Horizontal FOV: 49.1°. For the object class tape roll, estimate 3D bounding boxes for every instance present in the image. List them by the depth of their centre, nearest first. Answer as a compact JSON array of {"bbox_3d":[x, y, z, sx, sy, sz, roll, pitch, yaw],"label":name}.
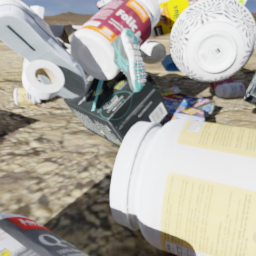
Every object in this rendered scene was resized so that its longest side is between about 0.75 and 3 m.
[{"bbox_3d":[-1.679,-0.954,5.548,0.772,0.772,0.270,-18,-13,-37],"label":"tape roll"}]

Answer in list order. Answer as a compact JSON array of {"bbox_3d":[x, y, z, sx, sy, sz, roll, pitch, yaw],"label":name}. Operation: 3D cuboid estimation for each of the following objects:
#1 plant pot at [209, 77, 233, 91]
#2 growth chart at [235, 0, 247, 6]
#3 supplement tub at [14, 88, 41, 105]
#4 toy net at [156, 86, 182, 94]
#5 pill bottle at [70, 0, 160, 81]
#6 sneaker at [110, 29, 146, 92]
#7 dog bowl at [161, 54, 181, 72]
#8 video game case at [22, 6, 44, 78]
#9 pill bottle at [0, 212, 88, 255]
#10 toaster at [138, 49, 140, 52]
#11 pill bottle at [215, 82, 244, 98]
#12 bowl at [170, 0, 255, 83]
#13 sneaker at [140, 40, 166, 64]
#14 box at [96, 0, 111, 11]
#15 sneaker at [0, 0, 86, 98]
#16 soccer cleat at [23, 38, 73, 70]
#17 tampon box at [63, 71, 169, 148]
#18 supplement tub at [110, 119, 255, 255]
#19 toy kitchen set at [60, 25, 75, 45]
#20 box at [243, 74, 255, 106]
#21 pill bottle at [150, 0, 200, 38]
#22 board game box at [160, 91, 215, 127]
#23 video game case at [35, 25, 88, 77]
[{"bbox_3d":[4.701,-2.329,14.273,0.916,1.024,1.024,-18,24,-4],"label":"plant pot"},{"bbox_3d":[2.800,-4.141,10.417,0.263,2.149,2.970,10,16,-45],"label":"growth chart"},{"bbox_3d":[-4.304,-1.357,12.039,1.009,0.733,0.733,-2,22,-6],"label":"supplement tub"},{"bbox_3d":[1.927,-1.883,13.926,1.608,0.311,0.843,-3,22,-10],"label":"toy net"},{"bbox_3d":[-0.240,-2.633,7.642,1.475,1.475,2.584,15,55,33],"label":"pill bottle"},{"bbox_3d":[-0.022,-1.315,5.709,0.580,1.271,0.493,-16,-7,38],"label":"sneaker"},{"bbox_3d":[2.418,-3.029,13.149,1.741,0.970,0.432,-4,66,-16],"label":"dog bowl"},{"bbox_3d":[-3.327,-2.786,9.671,0.237,2.631,1.884,5,18,-27],"label":"video game case"},{"bbox_3d":[-1.142,1.848,2.878,2.706,1.568,1.568,15,26,33],"label":"pill bottle"},{"bbox_3d":[-0.492,-2.554,9.839,1.459,1.319,0.866,31,44,-24],"label":"toaster"},{"bbox_3d":[4.766,-1.770,13.154,1.186,0.672,0.672,-7,23,-16],"label":"pill bottle"},{"bbox_3d":[2.535,-2.399,8.327,2.644,2.644,1.241,4,30,10],"label":"bowl"},{"bbox_3d":[0.304,-3.167,11.689,2.653,1.014,1.068,15,24,32],"label":"sneaker"},{"bbox_3d":[-0.819,-4.703,10.922,0.590,0.186,1.072,-23,0,11],"label":"box"},{"bbox_3d":[-1.764,-1.715,6.178,0.987,2.703,0.957,-19,54,13],"label":"sneaker"},{"bbox_3d":[-2.183,-2.121,8.025,1.927,0.832,0.673,-8,35,12],"label":"soccer cleat"},{"bbox_3d":[-0.386,-0.671,8.361,1.795,1.512,2.395,-48,42,-15],"label":"tampon box"},{"bbox_3d":[1.414,0.994,4.266,2.912,2.117,2.117,10,24,24],"label":"supplement tub"},{"bbox_3d":[-2.627,-2.608,10.126,1.620,1.461,1.321,-19,-13,-27],"label":"toy kitchen set"},{"bbox_3d":[3.657,-1.843,6.455,0.655,2.848,2.263,27,10,15],"label":"box"},{"bbox_3d":[1.436,-4.125,10.150,2.509,1.371,1.371,-12,19,13],"label":"pill bottle"},{"bbox_3d":[1.746,-0.448,9.650,2.625,0.810,2.626,21,30,40],"label":"board game box"},{"bbox_3d":[-2.707,-3.030,11.095,2.160,1.966,0.247,-4,10,-18],"label":"video game case"}]
